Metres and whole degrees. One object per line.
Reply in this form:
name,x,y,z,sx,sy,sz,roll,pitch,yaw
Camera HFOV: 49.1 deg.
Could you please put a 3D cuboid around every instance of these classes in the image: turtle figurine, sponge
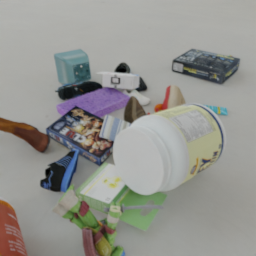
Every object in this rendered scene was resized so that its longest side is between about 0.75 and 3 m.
turtle figurine,-0.613,1.988,6.501,1.933,1.435,1.993,39,83,-3
sponge,-1.443,-0.967,11.809,2.792,0.416,1.558,-27,42,-31

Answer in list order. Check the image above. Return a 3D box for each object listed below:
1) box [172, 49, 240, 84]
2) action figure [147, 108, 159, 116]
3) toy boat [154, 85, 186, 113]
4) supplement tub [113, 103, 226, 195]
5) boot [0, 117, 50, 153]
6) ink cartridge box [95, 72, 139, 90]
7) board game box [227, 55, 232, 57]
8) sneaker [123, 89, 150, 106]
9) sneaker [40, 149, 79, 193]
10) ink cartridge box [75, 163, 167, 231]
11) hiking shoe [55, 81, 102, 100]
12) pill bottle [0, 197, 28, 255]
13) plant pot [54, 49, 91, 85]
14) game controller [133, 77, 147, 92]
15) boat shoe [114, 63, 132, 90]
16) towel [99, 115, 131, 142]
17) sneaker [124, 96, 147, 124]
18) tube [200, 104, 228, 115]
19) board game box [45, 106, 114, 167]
box,4.137,-3.356,14.939,2.884,0.736,2.274,23,42,30
action figure,1.299,0.002,10.202,0.603,0.477,1.844,-26,51,-6
toy boat,1.606,-0.851,11.249,1.187,1.185,1.815,-20,27,24
supplement tub,1.191,0.522,7.839,2.838,2.058,2.058,-18,37,-42
boot,-3.647,0.067,9.066,1.966,0.673,1.851,27,8,-44
ink cartridge box,-0.475,-2.119,12.480,1.768,0.590,1.024,8,16,15
board game box,5.667,-3.900,16.134,0.962,0.273,0.795,-10,35,-13
sneaker,0.346,-1.352,12.245,1.330,0.533,0.468,16,40,19
sneaker,-1.936,1.148,8.166,0.774,0.697,1.986,10,21,-3
ink cartridge box,-0.148,1.773,7.625,2.078,0.498,1.512,12,31,26
hiking shoe,-2.206,-1.798,12.695,2.085,0.776,0.904,-8,25,-22
pill bottle,-2.711,2.811,5.267,1.664,1.664,2.967,-18,39,-24
plant pot,-2.485,-2.806,13.348,1.451,1.455,1.482,-20,33,-28
game controller,0.467,-2.128,13.665,0.694,0.280,1.329,-19,36,-1
boat shoe,-0.289,-2.819,14.141,0.867,0.715,2.525,-3,35,4
towel,-0.348,0.104,9.338,1.123,0.134,0.825,20,69,-16
sneaker,0.407,-0.259,10.564,0.878,0.819,2.325,19,40,-22
tube,3.460,-0.754,11.635,1.298,0.327,0.503,7,49,2
board game box,-1.442,0.203,9.762,2.348,0.406,1.591,25,48,22
